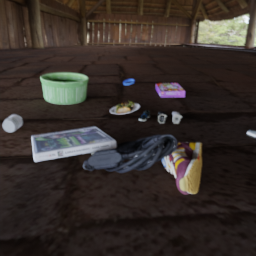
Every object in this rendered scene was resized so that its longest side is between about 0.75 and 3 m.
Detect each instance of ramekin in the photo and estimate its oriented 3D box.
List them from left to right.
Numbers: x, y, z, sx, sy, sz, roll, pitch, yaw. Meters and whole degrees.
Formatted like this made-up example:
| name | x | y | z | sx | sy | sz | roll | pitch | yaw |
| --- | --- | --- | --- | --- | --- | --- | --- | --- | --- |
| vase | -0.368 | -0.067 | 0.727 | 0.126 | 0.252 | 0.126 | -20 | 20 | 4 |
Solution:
| name | x | y | z | sx | sy | sz | roll | pitch | yaw |
| --- | --- | --- | --- | --- | --- | --- | --- | --- | --- |
| ramekin | -3.666 | -2.296 | 16.249 | 2.685 | 1.311 | 2.685 | 3 | 22 | -1 |

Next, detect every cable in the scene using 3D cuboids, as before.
| name | x | y | z | sx | sy | sz | roll | pitch | yaw |
| --- | --- | --- | --- | --- | --- | --- | --- | --- | --- |
| cable | 0.189 | 0.794 | 8.882 | 2.950 | 0.749 | 2.407 | -13 | 3 | 23 |

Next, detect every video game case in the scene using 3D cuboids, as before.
| name | x | y | z | sx | sy | sz | roll | pitch | yaw |
| --- | --- | --- | --- | --- | --- | --- | --- | --- | --- |
| video game case | -2.058 | 0.480 | 9.975 | 2.588 | 0.332 | 2.847 | -9 | 13 | -18 |

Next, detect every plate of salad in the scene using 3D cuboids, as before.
| name | x | y | z | sx | sy | sz | roll | pitch | yaw |
| --- | --- | --- | --- | --- | --- | --- | --- | --- | --- |
| plate of salad | -0.189 | -1.055 | 14.301 | 1.574 | 0.378 | 1.574 | -10 | 22 | 4 |

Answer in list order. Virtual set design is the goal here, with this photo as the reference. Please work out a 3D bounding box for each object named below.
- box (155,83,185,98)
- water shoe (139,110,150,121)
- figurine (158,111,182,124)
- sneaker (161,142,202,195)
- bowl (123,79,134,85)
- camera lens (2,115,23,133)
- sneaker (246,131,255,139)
| name | x | y | z | sx | sy | sz | roll | pitch | yaw |
| --- | --- | --- | --- | --- | --- | --- | --- | --- | --- |
| box | 2.641 | -2.416 | 17.895 | 1.494 | 0.427 | 2.183 | -1 | 22 | -3 |
| water shoe | 0.757 | -0.593 | 13.378 | 0.334 | 0.368 | 0.933 | 9 | 23 | 22 |
| figurine | 1.949 | -0.564 | 13.266 | 1.107 | 0.477 | 1.080 | 3 | 18 | 4 |
| sneaker | 1.515 | 1.161 | 8.347 | 1.198 | 0.996 | 2.659 | -1 | 14 | 20 |
| bowl | 0.042 | -3.296 | 20.288 | 0.845 | 0.166 | 0.845 | -11 | 27 | 5 |
| camera lens | -4.955 | -0.196 | 12.047 | 0.611 | 0.611 | 0.764 | 2 | 22 | 4 |
| sneaker | 5.489 | 0.048 | 10.638 | 1.702 | 1.028 | 0.712 | 13 | 5 | 24 |
